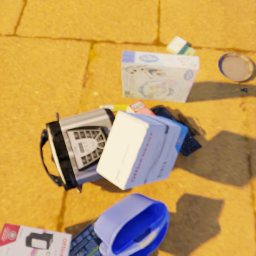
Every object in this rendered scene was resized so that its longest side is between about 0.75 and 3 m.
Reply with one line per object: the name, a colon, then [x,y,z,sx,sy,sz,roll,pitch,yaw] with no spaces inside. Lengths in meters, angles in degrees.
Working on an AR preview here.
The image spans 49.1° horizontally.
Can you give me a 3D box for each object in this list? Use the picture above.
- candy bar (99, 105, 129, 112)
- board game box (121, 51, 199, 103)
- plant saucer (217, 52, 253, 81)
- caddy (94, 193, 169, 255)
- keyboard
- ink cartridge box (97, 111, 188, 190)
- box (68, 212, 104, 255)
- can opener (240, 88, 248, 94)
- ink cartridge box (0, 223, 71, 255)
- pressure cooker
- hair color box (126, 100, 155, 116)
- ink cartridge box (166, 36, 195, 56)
candy bar: [-0.465,-0.839,12.112,1.648,0.183,0.411,-3,50,-2]
board game box: [1.151,-1.937,11.203,2.757,2.770,0.601,6,69,2]
plant saucer: [4.921,-2.796,12.999,1.625,0.261,1.625,0,65,-1]
caddy: [0.219,3.215,8.672,2.551,1.804,1.339,-26,27,-34]
keyboard: [1.975,-0.115,11.424,1.357,0.517,2.607,-26,64,-30]
ink cartridge box: [0.534,0.635,8.654,1.133,2.690,1.945,27,103,32]
box: [-1.140,4.444,9.492,2.445,0.541,1.959,-39,71,-16]
can opener: [5.015,-1.559,11.993,0.311,0.791,0.251,-15,98,19]
ink cartridge box: [-2.898,3.905,8.415,2.117,0.876,1.542,15,44,-13]
pressure cooker: [-1.668,0.789,10.045,2.866,2.560,2.521,-16,39,-12]
hair color box: [0.787,0.146,11.023,0.718,1.245,2.246,-28,67,-27]
ink cartridge box: [2.565,-3.800,13.463,1.181,0.283,0.859,34,69,16]
